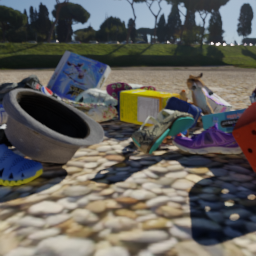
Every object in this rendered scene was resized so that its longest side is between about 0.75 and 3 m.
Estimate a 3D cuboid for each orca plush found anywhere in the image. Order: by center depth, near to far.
[{"bbox_3d":[-3.763,0.397,8.423,1.034,0.699,1.965,-43,5,10],"label":"orca plush"}]

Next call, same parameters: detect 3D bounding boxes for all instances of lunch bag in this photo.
[{"bbox_3d":[1.897,-0.539,9.934,0.819,0.841,1.237,15,16,-41],"label":"lunch bag"}]

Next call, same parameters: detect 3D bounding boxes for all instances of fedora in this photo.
[{"bbox_3d":[-2.000,0.099,7.052,2.564,1.158,2.268,27,19,-16],"label":"fedora"}]

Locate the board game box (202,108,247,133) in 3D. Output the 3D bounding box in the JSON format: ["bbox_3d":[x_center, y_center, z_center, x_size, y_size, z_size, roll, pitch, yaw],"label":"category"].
[{"bbox_3d":[4.154,-0.305,8.797,2.168,0.674,2.871,-6,-1,-29],"label":"board game box"}]

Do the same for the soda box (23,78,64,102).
[{"bbox_3d":[-3.599,-1.332,11.865,1.680,0.594,0.532,37,40,-15],"label":"soda box"}]

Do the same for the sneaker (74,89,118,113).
[{"bbox_3d":[-1.084,-1.103,12.686,2.947,1.115,1.292,-22,48,-34],"label":"sneaker"}]

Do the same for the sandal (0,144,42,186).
[{"bbox_3d":[-2.788,0.749,6.217,1.905,0.829,0.757,6,14,15],"label":"sandal"}]

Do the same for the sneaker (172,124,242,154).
[{"bbox_3d":[2.220,0.285,7.861,1.932,0.806,0.779,-2,8,11],"label":"sneaker"}]

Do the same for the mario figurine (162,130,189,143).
[{"bbox_3d":[1.353,0.270,9.020,1.255,0.665,0.775,1,-25,-40],"label":"mario figurine"}]

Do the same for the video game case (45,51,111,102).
[{"bbox_3d":[-2.500,-2.376,13.841,2.547,2.308,0.579,22,-10,18],"label":"video game case"}]

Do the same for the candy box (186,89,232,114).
[{"bbox_3d":[3.527,-1.120,12.093,1.661,0.594,1.393,0,37,-50],"label":"candy box"}]

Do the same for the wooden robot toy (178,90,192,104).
[{"bbox_3d":[2.463,-1.233,12.743,2.512,1.140,1.107,14,31,36],"label":"wooden robot toy"}]

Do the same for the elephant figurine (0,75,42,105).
[{"bbox_3d":[-5.321,-1.387,12.976,2.677,1.894,2.077,-25,-4,-26],"label":"elephant figurine"}]

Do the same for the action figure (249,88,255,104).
[{"bbox_3d":[6.756,-1.127,12.316,2.575,1.918,1.725,26,-29,-22],"label":"action figure"}]

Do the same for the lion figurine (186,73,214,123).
[{"bbox_3d":[2.584,-1.156,10.339,0.919,2.535,1.553,-13,35,1],"label":"lion figurine"}]

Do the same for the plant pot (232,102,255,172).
[{"bbox_3d":[3.423,0.125,6.318,1.474,1.671,1.672,-27,-6,-31],"label":"plant pot"}]

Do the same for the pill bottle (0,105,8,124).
[{"bbox_3d":[-5.096,-0.569,11.356,1.344,0.753,0.753,-15,21,-43],"label":"pill bottle"}]

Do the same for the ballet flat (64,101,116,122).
[{"bbox_3d":[-1.702,-0.570,11.358,2.420,0.915,0.773,4,35,14],"label":"ballet flat"}]

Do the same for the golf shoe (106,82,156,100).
[{"bbox_3d":[0.082,-1.608,12.751,2.333,0.879,1.068,6,9,-16],"label":"golf shoe"}]

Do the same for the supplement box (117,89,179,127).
[{"bbox_3d":[0.784,-0.831,11.377,2.254,1.227,1.234,13,20,39],"label":"supplement box"}]

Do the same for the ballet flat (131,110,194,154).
[{"bbox_3d":[0.925,-0.059,7.577,0.864,0.778,2.294,41,43,22],"label":"ballet flat"}]
